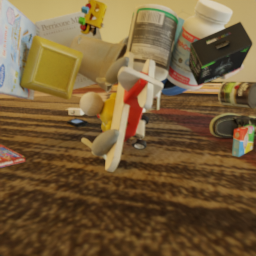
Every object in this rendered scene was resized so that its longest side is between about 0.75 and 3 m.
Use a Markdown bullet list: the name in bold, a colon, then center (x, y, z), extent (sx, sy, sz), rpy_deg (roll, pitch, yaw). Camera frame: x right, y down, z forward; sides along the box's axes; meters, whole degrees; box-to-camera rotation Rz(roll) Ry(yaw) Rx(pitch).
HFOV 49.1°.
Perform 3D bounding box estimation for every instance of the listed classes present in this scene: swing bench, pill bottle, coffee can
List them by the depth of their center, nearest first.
- **pill bottle**: center (0.684, -2.526, 9.554), extent (1.588, 2.808, 1.588), rpy_deg (12, 2, 0)
- **pill bottle**: center (2.401, -2.814, 9.640), extent (1.499, 2.756, 1.499), rpy_deg (11, 38, -9)
- **swing bench**: center (1.425, -1.631, 16.787), extent (1.092, 1.086, 0.708), rpy_deg (-5, 13, -18)
- **coffee can**: center (7.178, -2.156, 18.055), extent (1.573, 1.573, 2.149), rpy_deg (-9, 14, -36)

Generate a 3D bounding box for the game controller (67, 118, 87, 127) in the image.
- **game controller**: center (-2.262, -0.245, 12.354), extent (0.594, 0.240, 1.138), rpy_deg (-8, 14, -35)

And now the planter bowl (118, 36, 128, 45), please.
- **planter bowl**: center (-0.060, -3.299, 13.307), extent (1.210, 1.798, 1.798), rpy_deg (-10, 2, 43)

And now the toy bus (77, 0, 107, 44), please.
- **toy bus**: center (-1.068, -3.324, 8.737), extent (0.653, 1.192, 1.263), rpy_deg (18, -32, -1)

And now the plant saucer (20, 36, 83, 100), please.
- **plant saucer**: center (-2.277, -1.777, 8.570), extent (1.599, 1.599, 0.387), rpy_deg (14, 10, -29)

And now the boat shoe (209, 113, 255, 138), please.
- **boat shoe**: center (4.086, -0.063, 10.024), extent (2.440, 0.872, 0.802), rpy_deg (0, 7, -23)

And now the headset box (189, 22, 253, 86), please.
- **headset box**: center (2.581, -2.087, 8.055), extent (1.457, 0.776, 1.674), rpy_deg (-22, -15, 4)

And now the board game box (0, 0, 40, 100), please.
- **board game box**: center (-3.445, -2.185, 8.350), extent (0.507, 2.465, 2.459), rpy_deg (6, 0, 5)

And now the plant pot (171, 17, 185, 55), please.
- **plant pot**: center (1.566, -3.175, 11.330), extent (2.139, 2.139, 1.441), rpy_deg (1, 56, 7)

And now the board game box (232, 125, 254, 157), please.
- **board game box**: center (3.410, 0.365, 8.277), extent (0.203, 0.771, 1.007), rpy_deg (12, 18, 43)

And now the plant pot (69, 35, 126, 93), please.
- **plant pot**: center (-1.170, -2.422, 9.983), extent (1.694, 1.850, 1.850), rpy_deg (23, 14, 2)

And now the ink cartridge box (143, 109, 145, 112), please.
- **ink cartridge box**: center (0.230, -1.162, 16.089), extent (1.346, 0.453, 0.789), rpy_deg (10, 16, 40)

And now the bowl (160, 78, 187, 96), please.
- **bowl**: center (2.320, -2.272, 12.185), extent (2.311, 0.454, 2.311), rpy_deg (-28, 29, 18)

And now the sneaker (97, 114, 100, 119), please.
- **sneaker**: center (-0.828, -0.571, 12.809), extent (1.074, 0.809, 2.297), rpy_deg (-11, 13, -17)

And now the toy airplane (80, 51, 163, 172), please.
- **toy airplane**: center (-0.294, -0.617, 7.684), extent (2.104, 2.969, 2.981), rpy_deg (9, 14, -2)

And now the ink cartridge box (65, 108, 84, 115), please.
- **ink cartridge box**: center (-2.863, -0.874, 15.108), extent (0.909, 0.306, 0.532), rpy_deg (4, 13, 18)

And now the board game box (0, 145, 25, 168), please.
- **board game box**: center (-3.647, 0.778, 7.802), extent (0.852, 0.161, 1.655), rpy_deg (-13, 18, -43)

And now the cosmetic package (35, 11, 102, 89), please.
- **cosmetic package**: center (-2.225, -3.166, 11.634), extent (2.295, 2.743, 2.281), rpy_deg (-16, 18, -6)

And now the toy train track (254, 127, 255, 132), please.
- **toy train track**: center (4.484, 0.550, 8.378), extent (1.609, 0.456, 2.805), rpy_deg (14, 23, 26)

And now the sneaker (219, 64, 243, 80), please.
- **sneaker**: center (3.257, -2.577, 10.415), extent (0.984, 1.883, 0.709), rpy_deg (-38, -21, 2)
